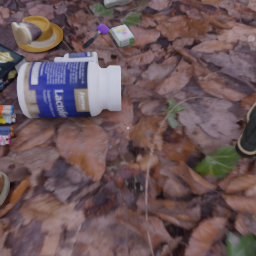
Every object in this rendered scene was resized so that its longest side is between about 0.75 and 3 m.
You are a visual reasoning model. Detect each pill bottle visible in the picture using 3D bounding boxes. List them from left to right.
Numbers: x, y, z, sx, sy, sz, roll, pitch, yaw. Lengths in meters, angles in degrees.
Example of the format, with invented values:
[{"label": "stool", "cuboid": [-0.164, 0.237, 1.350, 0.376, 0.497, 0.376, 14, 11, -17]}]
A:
[{"label": "pill bottle", "cuboid": [-1.628, -1.146, 8.361, 2.846, 1.647, 1.647, -2, 57, -1]}, {"label": "pill bottle", "cuboid": [-1.737, -2.148, 9.525, 1.398, 0.776, 0.776, -4, 57, -3]}]

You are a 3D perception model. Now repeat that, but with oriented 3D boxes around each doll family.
[{"label": "doll family", "cuboid": [-3.891, -0.041, 8.361, 0.904, 0.656, 1.456, 1, 75, -7]}]

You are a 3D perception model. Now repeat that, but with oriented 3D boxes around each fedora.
[{"label": "fedora", "cuboid": [-3.401, -3.658, 10.514, 1.843, 0.752, 1.843, 0, 57, 1]}]

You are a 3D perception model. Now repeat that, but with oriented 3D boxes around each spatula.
[{"label": "spatula", "cuboid": [-1.260, -3.524, 10.771, 0.422, 0.153, 1.492, 38, 65, 1]}]

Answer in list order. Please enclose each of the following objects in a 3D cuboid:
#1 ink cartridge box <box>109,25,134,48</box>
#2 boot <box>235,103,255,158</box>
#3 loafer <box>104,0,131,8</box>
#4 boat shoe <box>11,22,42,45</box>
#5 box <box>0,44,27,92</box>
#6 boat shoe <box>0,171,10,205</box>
[{"label": "ink cartridge box", "cuboid": [-0.269, -3.611, 10.730, 0.577, 0.329, 1.111, -21, 60, -13]}, {"label": "boot", "cuboid": [3.907, -0.327, 7.918, 0.842, 1.503, 2.173, 24, 60, 14]}, {"label": "loafer", "cuboid": [-0.461, -5.405, 11.849, 1.138, 0.398, 0.397, -11, 65, -6]}, {"label": "boat shoe", "cuboid": [-2.827, -2.644, 7.787, 0.547, 0.607, 1.688, -21, 28, -24]}, {"label": "box", "cuboid": [-5.020, -2.159, 9.654, 2.410, 0.554, 1.915, 28, 61, 17]}, {"label": "boat shoe", "cuboid": [-3.812, 2.171, 6.598, 1.063, 1.007, 2.806, 6, 57, 4]}]
